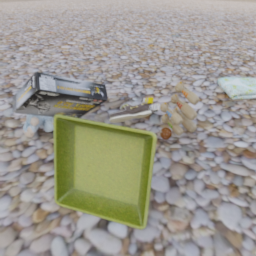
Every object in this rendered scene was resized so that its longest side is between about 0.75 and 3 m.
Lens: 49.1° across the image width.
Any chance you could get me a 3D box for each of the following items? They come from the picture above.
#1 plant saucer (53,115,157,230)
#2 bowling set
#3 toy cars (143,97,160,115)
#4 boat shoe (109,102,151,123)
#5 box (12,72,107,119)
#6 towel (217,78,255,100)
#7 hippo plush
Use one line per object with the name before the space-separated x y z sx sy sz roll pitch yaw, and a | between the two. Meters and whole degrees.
plant saucer | -0.657 1.127 7.853 2.876 2.872 0.689 11 20 17
bowling set | 1.711 -0.520 11.038 1.764 2.534 1.360 -32 58 -14
toy cars | 0.980 -1.069 12.992 0.333 0.673 1.502 25 16 -29
boat shoe | 0.057 -0.695 12.062 2.097 0.624 0.753 -13 -10 -31
box | -2.632 -1.126 10.846 2.908 0.703 2.303 5 -22 -41
towel | 6.164 -2.168 15.016 2.204 0.531 1.887 -5 32 -7
hippo plush | -3.680 -0.147 11.690 1.126 1.115 1.400 11 28 -34
